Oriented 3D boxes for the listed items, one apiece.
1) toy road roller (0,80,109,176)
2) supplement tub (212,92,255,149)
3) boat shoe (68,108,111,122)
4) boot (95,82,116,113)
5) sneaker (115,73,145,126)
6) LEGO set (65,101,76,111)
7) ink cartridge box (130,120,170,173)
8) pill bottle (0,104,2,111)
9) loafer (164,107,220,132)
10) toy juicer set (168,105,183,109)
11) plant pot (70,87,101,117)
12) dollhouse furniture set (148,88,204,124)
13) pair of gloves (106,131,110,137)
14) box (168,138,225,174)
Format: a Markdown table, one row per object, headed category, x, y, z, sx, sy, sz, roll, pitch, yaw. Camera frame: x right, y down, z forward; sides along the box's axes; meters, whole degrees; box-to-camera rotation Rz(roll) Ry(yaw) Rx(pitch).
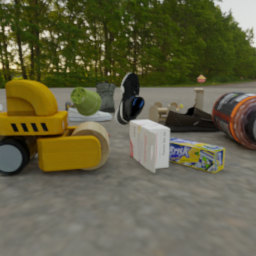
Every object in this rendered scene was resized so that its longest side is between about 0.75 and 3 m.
| category | x | y | z | sx | sy | sz | roll | pitch | yaw |
| --- | --- | --- | --- | --- | --- | --- | --- | --- | --- |
| toy road roller | -1.737 | -0.100 | 6.240 | 2.613 | 1.907 | 1.606 | -1 | 10 | -5 |
| supplement tub | 3.578 | -0.253 | 8.291 | 1.508 | 1.508 | 2.821 | 0 | 12 | 0 |
| boat shoe | -1.746 | -0.749 | 12.745 | 1.970 | 0.840 | 0.728 | 1 | 10 | 3 |
| boot | -1.676 | -1.595 | 14.935 | 0.884 | 1.706 | 2.612 | 9 | 14 | 40 |
| sneaker | 0.228 | -1.085 | 9.491 | 0.740 | 2.025 | 1.133 | 20 | -20 | -25 |
| LEGO set | -3.234 | -1.291 | 16.303 | 0.823 | 0.620 | 1.071 | -4 | 11 | -22 |
| ink cartridge box | 0.516 | 0.380 | 6.439 | 0.526 | 0.908 | 1.559 | -3 | 12 | -17 |
| pill bottle | -7.746 | -1.191 | 16.100 | 0.907 | 0.502 | 0.502 | 3 | 11 | 14 |
| loafer | 2.565 | -0.340 | 10.368 | 2.502 | 0.893 | 0.913 | -3 | 11 | -15 |
| toy juicer set | 2.887 | -1.285 | 17.455 | 0.971 | 0.264 | 0.618 | 15 | 36 | 43 |
| plant pot | -1.637 | -1.034 | 10.231 | 1.029 | 1.029 | 0.977 | 3 | -12 | 16 |
| dollhouse furniture set | 2.062 | -0.956 | 12.113 | 2.275 | 1.481 | 2.090 | 2 | 10 | 12 |
| pair of gloves | -1.325 | 0.192 | 9.557 | 1.369 | 0.156 | 1.101 | -4 | 11 | -25 |
| box | 1.443 | 0.591 | 6.405 | 0.456 | 0.497 | 1.419 | -10 | 15 | -43 |
